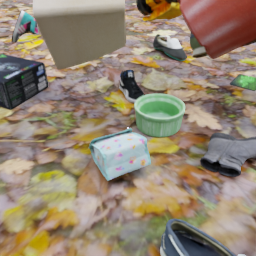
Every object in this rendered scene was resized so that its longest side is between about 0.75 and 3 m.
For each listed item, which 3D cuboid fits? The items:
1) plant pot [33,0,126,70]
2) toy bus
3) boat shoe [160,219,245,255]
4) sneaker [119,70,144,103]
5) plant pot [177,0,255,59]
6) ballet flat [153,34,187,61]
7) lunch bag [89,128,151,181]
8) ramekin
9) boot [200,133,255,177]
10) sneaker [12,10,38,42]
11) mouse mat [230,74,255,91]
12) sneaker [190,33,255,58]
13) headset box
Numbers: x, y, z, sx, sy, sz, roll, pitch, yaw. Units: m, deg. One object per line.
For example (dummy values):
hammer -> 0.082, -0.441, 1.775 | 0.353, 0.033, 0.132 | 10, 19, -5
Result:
plant pot -> -1.012, -2.862, 6.734 | 1.841, 2.077, 2.079 | -4, 69, -1
toy bus -> 1.381, -4.618, 9.093 | 2.024, 2.108, 1.430 | -13, 7, -36
boat shoe -> 1.464, 2.180, 4.052 | 0.874, 0.721, 2.333 | -25, 42, -32
sneaker -> 0.096, -1.447, 9.248 | 0.540, 0.827, 1.479 | -16, 38, -22
plant pot -> 2.854, -3.300, 7.059 | 2.653, 2.727, 2.727 | -28, 23, 29
ballet flat -> 1.828, -3.710, 12.624 | 0.738, 0.742, 2.170 | -18, 39, -28
lunch bag -> -0.245, 0.519, 6.449 | 1.095, 0.784, 1.286 | -17, 20, -17
ramekin -> 0.854, -0.344, 7.775 | 1.380, 0.674, 1.380 | 0, 34, 0
boot -> 2.612, 0.712, 6.438 | 1.705, 0.595, 1.122 | 5, 36, 26
sneaker -> -3.416, -3.272, 9.410 | 0.726, 1.202, 0.503 | 19, 45, -26
mouse mat -> 4.376, -1.696, 10.321 | 0.924, 0.043, 1.148 | 22, 39, 29
sneaker -> 3.063, -3.002, 8.808 | 2.323, 1.043, 0.779 | -14, 1, 2
headset box -> -4.146, -1.644, 9.412 | 2.091, 0.970, 1.821 | 16, 38, 22
